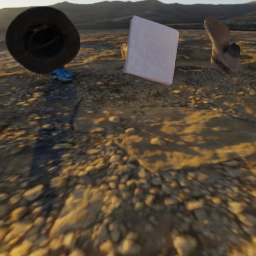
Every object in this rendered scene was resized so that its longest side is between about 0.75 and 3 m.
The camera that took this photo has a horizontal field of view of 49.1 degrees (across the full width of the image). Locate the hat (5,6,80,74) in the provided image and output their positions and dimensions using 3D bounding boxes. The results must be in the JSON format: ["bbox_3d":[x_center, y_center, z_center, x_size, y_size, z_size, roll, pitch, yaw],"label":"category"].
[{"bbox_3d":[-2.751,-2.901,8.905,2.345,2.345,0.946,-13,52,-26],"label":"hat"}]

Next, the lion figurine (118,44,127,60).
[{"bbox_3d":[0.236,-2.701,10.526,1.268,0.777,0.460,5,11,-1],"label":"lion figurine"}]

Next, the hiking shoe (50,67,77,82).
[{"bbox_3d":[-3.375,-2.813,14.388,1.650,0.715,0.614,12,26,25],"label":"hiking shoe"}]

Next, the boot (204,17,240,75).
[{"bbox_3d":[2.746,-2.383,8.466,0.576,1.199,1.641,-28,72,-8],"label":"boot"}]

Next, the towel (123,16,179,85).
[{"bbox_3d":[0.789,-2.489,9.157,1.786,1.870,0.301,9,-2,-24],"label":"towel"}]
